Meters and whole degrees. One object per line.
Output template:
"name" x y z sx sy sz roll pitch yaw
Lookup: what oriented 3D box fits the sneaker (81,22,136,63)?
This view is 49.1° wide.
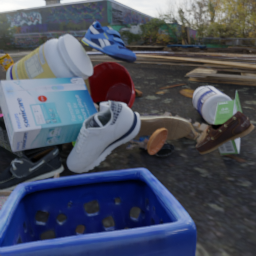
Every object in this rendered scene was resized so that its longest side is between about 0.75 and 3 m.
"sneaker" -0.634 -3.100 10.119 2.411 0.992 0.891 32 10 24

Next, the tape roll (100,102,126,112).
"tape roll" -0.513 -0.647 9.517 0.920 0.322 0.920 2 16 -1

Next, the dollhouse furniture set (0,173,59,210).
"dollhouse furniture set" -3.031 1.659 6.601 2.626 1.163 1.361 0 21 -1

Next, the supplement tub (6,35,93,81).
"supplement tub" -2.874 -2.036 10.402 2.684 1.951 1.951 -26 13 19

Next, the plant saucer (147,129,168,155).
"plant saucer" 0.979 0.448 9.614 0.192 1.028 1.028 33 35 29

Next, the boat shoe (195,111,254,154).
"boat shoe" 2.738 0.141 8.427 1.993 0.701 0.702 -39 6 44

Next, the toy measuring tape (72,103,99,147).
"toy measuring tape" -1.499 0.134 9.596 0.750 2.038 0.750 14 31 -8

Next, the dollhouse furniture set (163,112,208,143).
"dollhouse furniture set" 2.211 0.220 11.122 2.005 1.039 0.888 22 69 44

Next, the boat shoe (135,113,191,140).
"boat shoe" 1.011 -0.145 10.649 2.668 0.960 0.865 -1 30 -2

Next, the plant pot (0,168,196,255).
"plant pot" -0.509 1.968 3.997 2.329 2.094 2.329 -5 8 -10

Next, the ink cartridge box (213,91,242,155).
"ink cartridge box" 3.670 -0.220 10.245 0.663 1.160 2.235 -7 39 32

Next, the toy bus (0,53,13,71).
"toy bus" -4.727 -2.541 10.836 0.402 0.483 1.234 -37 17 -16

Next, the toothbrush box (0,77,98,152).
"toothbrush box" -2.476 -0.515 8.834 2.619 1.117 1.918 -9 59 -30

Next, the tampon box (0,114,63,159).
"tampon box" -3.653 0.214 10.199 2.107 1.330 1.579 18 27 39

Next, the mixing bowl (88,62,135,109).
"mixing bowl" -0.641 -1.327 11.357 2.379 2.379 1.288 10 -2 25

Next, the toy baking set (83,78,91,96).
"toy baking set" -2.368 -1.575 11.295 1.822 2.374 0.276 -12 -15 19

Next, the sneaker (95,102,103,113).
"sneaker" -0.854 -0.684 10.152 1.444 0.718 0.502 -20 56 -15

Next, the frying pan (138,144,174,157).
"frying pan" 1.027 0.869 10.064 1.303 0.212 0.788 -13 26 7

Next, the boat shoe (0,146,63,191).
"boat shoe" -3.146 1.203 8.190 2.527 0.855 0.908 -18 22 -37

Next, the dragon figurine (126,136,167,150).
"dragon figurine" 0.681 0.554 10.378 1.578 0.464 0.785 -7 7 -31

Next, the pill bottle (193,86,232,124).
"pill bottle" 4.049 -1.218 13.807 1.469 1.469 2.644 0 21 -1

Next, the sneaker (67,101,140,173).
"sneaker" -1.022 0.275 8.331 1.176 2.921 1.116 27 32 -40

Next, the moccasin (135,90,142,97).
"moccasin" 0.369 -2.270 18.170 0.464 0.439 1.201 -8 30 -43
